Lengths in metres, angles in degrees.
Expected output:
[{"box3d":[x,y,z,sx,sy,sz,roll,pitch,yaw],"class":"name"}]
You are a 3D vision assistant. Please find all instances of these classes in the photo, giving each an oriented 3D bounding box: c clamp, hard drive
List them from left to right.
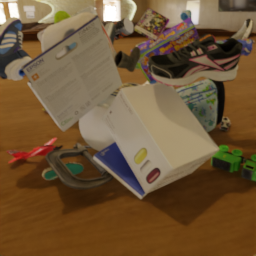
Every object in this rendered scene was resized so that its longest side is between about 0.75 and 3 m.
[{"box3d":[-1.315,1.065,8.586,2.200,0.349,2.575,2,22,-32],"class":"c clamp"},{"box3d":[0.026,1.154,8.270,1.820,0.231,1.201,37,39,19],"class":"hard drive"}]

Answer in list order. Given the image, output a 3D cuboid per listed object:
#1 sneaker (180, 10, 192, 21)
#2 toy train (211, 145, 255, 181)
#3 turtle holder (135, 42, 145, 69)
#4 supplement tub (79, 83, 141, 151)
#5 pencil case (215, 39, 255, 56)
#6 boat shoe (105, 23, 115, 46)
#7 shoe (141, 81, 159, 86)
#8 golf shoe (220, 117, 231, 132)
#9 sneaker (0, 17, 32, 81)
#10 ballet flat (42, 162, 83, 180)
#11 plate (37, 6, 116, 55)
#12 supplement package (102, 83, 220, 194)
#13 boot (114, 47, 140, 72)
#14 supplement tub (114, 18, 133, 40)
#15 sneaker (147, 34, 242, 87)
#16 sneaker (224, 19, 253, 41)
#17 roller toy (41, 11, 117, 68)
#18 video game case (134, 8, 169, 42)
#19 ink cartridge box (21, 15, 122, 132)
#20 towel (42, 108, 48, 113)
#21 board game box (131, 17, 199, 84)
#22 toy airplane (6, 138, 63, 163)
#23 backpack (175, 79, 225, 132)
[{"box3d":[2.659,-5.264,12.931,0.390,0.639,0.979,-5,-16,29],"class":"sneaker"},{"box3d":[3.919,1.260,8.459,2.905,0.606,0.819,18,41,34],"class":"toy train"},{"box3d":[0.693,-3.556,13.940,1.628,1.156,1.237,-23,28,-9],"class":"turtle holder"},{"box3d":[-0.343,-0.434,10.338,1.973,1.973,2.722,12,27,24],"class":"supplement tub"},{"box3d":[3.354,-2.598,9.215,1.467,0.573,0.637,-6,40,-6],"class":"pencil case"},{"box3d":[-1.474,-3.671,13.329,0.955,2.978,1.097,25,4,5],"class":"boat shoe"},{"box3d":[1.442,-2.555,16.305,1.001,0.764,2.864,20,32,36],"class":"shoe"},{"box3d":[4.115,-0.258,11.777,0.425,0.485,1.102,7,25,17],"class":"golf shoe"},{"box3d":[-3.207,-2.246,8.251,1.424,0.784,1.945,27,61,-8],"class":"sneaker"},{"box3d":[-2.011,1.265,8.578,1.248,0.472,0.399,-8,18,-22],"class":"ballet flat"},{"box3d":[-1.995,-3.333,11.798,2.654,2.649,0.429,-21,30,14],"class":"plate"},{"box3d":[0.880,0.169,8.088,2.029,1.445,2.606,-14,62,-39],"class":"supplement package"},{"box3d":[-0.038,-2.660,10.434,0.434,1.087,1.196,15,2,32],"class":"boot"},{"box3d":[-0.439,-4.888,13.971,1.289,0.790,0.790,-9,14,40],"class":"supplement tub"},{"box3d":[1.898,-2.044,7.874,2.880,1.243,1.157,-10,46,-19],"class":"sneaker"},{"box3d":[3.808,-3.073,10.036,0.799,2.016,0.745,31,-2,16],"class":"sneaker"},{"box3d":[-1.599,-2.673,10.303,2.045,2.927,2.670,-14,49,17],"class":"roller toy"},{"box3d":[0.966,-4.208,11.436,1.036,1.143,0.205,32,-12,6],"class":"video game case"},{"box3d":[-1.515,-1.530,8.078,2.555,2.560,0.520,-41,52,-18],"class":"ink cartridge box"},{"box3d":[-2.850,-1.087,13.780,1.672,0.265,2.329,14,29,28],"class":"towel"},{"box3d":[1.769,-3.214,12.139,2.762,1.857,0.618,-26,49,16],"class":"board game box"},{"box3d":[-3.102,0.810,9.195,1.965,0.361,1.965,-11,13,2],"class":"toy airplane"},{"box3d":[2.351,-0.640,10.846,2.643,2.156,2.032,-5,39,2],"class":"backpack"}]
